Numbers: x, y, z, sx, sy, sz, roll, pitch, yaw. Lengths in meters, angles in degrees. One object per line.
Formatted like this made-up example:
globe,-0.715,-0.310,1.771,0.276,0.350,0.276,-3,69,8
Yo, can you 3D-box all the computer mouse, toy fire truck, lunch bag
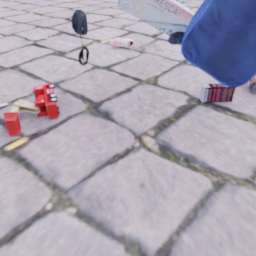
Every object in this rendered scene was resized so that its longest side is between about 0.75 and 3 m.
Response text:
computer mouse,-1.273,-2.509,7.772,0.445,1.518,0.258,-13,10,-40
toy fire truck,-2.903,-0.645,8.524,1.525,0.527,2.163,-10,35,-14
lunch bag,2.376,-2.312,5.821,1.693,2.492,1.649,35,33,-6

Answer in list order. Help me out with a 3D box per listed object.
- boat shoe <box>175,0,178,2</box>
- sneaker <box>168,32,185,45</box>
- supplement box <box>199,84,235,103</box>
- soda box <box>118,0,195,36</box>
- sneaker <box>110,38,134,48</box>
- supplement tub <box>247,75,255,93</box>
boat shoe,0.825,-5.361,10.552,2.670,0.798,0.954,43,69,13
sneaker,1.824,-2.837,8.877,1.114,0.420,0.437,-6,-6,17
supplement box,2.942,-1.157,9.252,1.041,0.566,0.317,-1,34,-3
soda box,1.072,-3.724,8.989,2.777,0.950,0.883,23,33,-18
sneaker,-0.252,-4.183,13.843,1.192,0.449,0.623,-11,30,-23
supplement tub,4.518,-1.572,9.939,0.489,0.489,0.914,7,35,11
